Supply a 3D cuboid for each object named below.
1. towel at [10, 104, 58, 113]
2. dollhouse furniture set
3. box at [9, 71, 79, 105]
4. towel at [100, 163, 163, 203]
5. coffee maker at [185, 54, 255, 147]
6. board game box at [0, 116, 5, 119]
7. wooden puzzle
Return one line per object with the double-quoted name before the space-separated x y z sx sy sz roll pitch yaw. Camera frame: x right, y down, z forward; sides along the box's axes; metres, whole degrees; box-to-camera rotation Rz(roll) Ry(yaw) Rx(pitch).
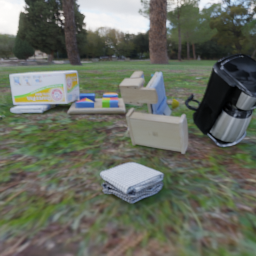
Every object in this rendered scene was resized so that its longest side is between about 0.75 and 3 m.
"towel" -4.497 -1.033 13.696 1.621 0.263 2.207 0 14 6
"dollhouse furniture set" 1.200 -0.875 8.578 1.652 2.390 2.532 8 41 25
"box" -4.087 -2.011 13.923 2.886 1.463 1.623 0 14 11
"towel" 0.080 1.139 5.808 0.893 0.462 1.079 17 22 42
"coffee maker" 2.775 -0.898 8.233 2.225 2.317 1.561 30 54 19
"board game box" -5.602 -0.375 11.679 0.468 0.105 0.894 0 16 7
"wooden puzzle" -1.475 -1.250 13.715 2.592 0.648 2.798 -1 16 -3
